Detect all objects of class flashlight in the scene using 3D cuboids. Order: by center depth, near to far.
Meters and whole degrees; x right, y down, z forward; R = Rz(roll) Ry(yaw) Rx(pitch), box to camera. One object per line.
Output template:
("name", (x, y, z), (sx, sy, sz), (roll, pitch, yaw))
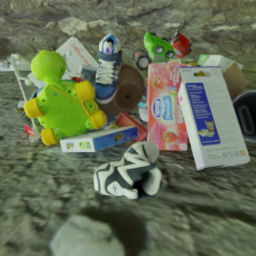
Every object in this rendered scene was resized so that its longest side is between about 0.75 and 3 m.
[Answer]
("flashlight", (0.467, -2.936, 11.912), (0.685, 0.687, 2.023), (13, 19, -15))

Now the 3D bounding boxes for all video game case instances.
("video game case", (-0.869, 0.344, 8.595), (1.634, 0.410, 1.802), (-4, 8, 46))
("video game case", (-2.740, -0.572, 9.519), (0.159, 1.200, 1.680), (10, 56, 33))
("video game case", (-0.930, -1.171, 10.808), (2.327, 2.116, 0.272), (6, 22, -26))

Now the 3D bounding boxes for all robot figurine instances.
("robot figurine", (4.386, -0.463, 9.741), (1.996, 1.657, 2.656), (24, 16, 17))

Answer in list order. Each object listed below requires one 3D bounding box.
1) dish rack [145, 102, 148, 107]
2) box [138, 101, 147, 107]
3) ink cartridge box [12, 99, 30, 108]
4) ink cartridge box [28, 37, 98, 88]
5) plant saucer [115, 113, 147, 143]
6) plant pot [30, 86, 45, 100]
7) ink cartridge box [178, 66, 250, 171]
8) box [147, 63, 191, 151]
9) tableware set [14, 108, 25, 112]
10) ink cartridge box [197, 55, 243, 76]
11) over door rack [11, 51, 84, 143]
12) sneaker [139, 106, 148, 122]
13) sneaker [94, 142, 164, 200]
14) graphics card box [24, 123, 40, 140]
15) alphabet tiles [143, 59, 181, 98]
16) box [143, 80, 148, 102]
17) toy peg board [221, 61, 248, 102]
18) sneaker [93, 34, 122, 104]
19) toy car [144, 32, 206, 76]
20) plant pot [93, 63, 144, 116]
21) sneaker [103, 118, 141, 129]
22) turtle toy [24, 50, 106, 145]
("dish rack", (2.393, -1.311, 14.627), (2.212, 0.561, 2.577), (24, 28, 39))
("box", (0.946, -1.264, 15.388), (0.422, 0.252, 1.025), (-6, 18, -24))
("ink cartridge box", (-5.095, -1.318, 14.909), (1.884, 0.369, 0.937), (-3, 13, -8))
("ink cartridge box", (-2.684, -2.381, 12.142), (2.540, 1.861, 1.051), (-41, 18, 0))
("plant saucer", (0.106, -0.035, 9.007), (1.053, 0.193, 1.051), (38, -22, 1))
("plant pot", (-3.130, -0.933, 10.697), (1.342, 1.342, 1.261), (-8, 12, -27))
("ink cartridge box", (2.233, -0.346, 7.680), (1.366, 2.885, 0.535), (-4, -18, -16))
("box", (1.239, -0.710, 8.900), (1.236, 2.610, 1.339), (1, 15, 3))
("tableware set", (-5.380, -1.056, 14.813), (1.164, 0.179, 0.784), (-9, 17, -27))
("ink cartridge box", (3.522, -1.724, 12.192), (1.141, 2.607, 1.895), (18, 11, -17))
("over door rack", (-2.429, -1.136, 9.242), (2.073, 2.805, 0.934), (-16, 4, -41))
("sneaker", (0.958, -0.629, 11.498), (0.714, 0.835, 1.917), (-33, 29, -11))
("sneaker", (0.395, 0.969, 6.206), (1.334, 0.818, 2.050), (14, 21, 38))
("graphics card box", (-2.832, -0.016, 10.497), (1.714, 0.436, 1.075), (-14, 21, -40))
("alphabet tiles", (1.722, -1.539, 10.797), (2.107, 2.155, 0.157), (-12, -8, 7))
("box", (0.884, -1.443, 12.010), (2.576, 0.504, 1.763), (42, 3, 7))
("toy peg board", (3.600, -1.663, 10.264), (1.144, 1.149, 0.562), (-45, 28, -4))
("sneaker", (-0.727, -2.002, 9.018), (0.838, 2.081, 1.524), (10, -26, 10))
("toy car", (1.471, -2.417, 9.399), (2.715, 0.643, 2.885), (10, 48, -39))
("plant pot", (-0.197, -1.294, 10.318), (2.041, 2.041, 0.942), (-7, 25, -24))
("sneaker", (-0.286, -0.097, 10.570), (1.493, 0.565, 0.784), (-11, 18, -32))
("turtle toy", (-2.039, -0.939, 8.743), (2.162, 2.967, 1.500), (-18, 37, 1))
